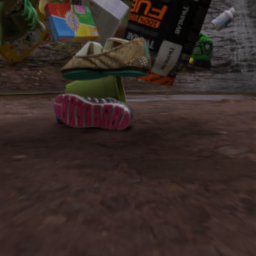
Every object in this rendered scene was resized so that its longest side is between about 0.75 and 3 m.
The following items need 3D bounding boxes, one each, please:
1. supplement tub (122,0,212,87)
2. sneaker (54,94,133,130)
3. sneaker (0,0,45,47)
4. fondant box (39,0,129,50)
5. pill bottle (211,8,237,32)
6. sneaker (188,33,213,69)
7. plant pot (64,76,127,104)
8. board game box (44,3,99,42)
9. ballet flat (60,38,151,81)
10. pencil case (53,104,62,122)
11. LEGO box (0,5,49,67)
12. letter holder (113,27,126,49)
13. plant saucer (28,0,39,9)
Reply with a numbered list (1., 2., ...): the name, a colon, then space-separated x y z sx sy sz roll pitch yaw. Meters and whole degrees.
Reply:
1. supplement tub: 0.887 -2.547 6.640 1.741 2.843 1.741 15 19 -5
2. sneaker: -1.024 -0.513 8.762 2.677 0.987 1.171 9 12 20
3. sneaker: -2.080 -2.218 5.371 1.044 0.906 2.355 5 -10 -29
4. fondant box: -1.341 -3.437 8.092 2.328 0.678 1.680 32 -28 -10
5. pill bottle: 3.148 -3.534 9.147 0.752 0.409 0.409 -35 -1 17
6. sneaker: 2.252 -2.521 8.944 0.874 0.954 2.240 11 20 -8
7. plant pot: -1.232 -1.198 10.664 2.051 2.160 2.160 -13 8 6
8. board game box: -1.322 -2.487 6.653 1.125 0.861 0.227 -16 -7 -40
9. ballet flat: -0.512 -1.439 5.893 2.404 0.785 0.848 5 1 36
10. pencil case: -1.573 -0.563 9.586 1.837 0.798 0.717 1 -21 3
11. LEGO box: -3.456 -3.063 8.396 1.681 0.871 2.257 -45 -4 -11
12. letter holder: 0.644 -2.618 9.412 2.119 1.506 1.066 11 22 35
13. plant saucer: -2.752 -2.975 5.602 2.119 2.119 0.329 -10 52 -48
